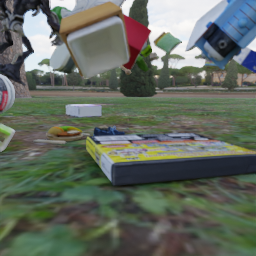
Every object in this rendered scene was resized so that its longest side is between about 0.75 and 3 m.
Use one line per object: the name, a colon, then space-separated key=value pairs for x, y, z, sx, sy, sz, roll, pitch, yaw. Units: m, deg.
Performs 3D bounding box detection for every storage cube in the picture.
storage cube: x=-0.037 y=-2.647 z=8.633 sx=1.047 sy=1.165 sz=0.996 roll=29 pitch=-30 yaw=-4

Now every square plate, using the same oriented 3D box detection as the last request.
square plate: x=2.532 y=-3.174 z=8.516 sx=0.230 sy=1.604 sz=1.620 roll=36 pitch=-32 yaw=-19

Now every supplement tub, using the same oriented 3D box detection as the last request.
supplement tub: x=-6.076 y=-1.349 z=11.217 sx=2.033 sy=2.033 sz=2.897 roll=1 pitch=8 yaw=5

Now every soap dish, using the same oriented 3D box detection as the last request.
soap dish: x=-0.727 y=-2.033 z=6.606 sx=1.395 sy=0.720 sz=1.774 roll=-22 pitch=-20 yaw=-2

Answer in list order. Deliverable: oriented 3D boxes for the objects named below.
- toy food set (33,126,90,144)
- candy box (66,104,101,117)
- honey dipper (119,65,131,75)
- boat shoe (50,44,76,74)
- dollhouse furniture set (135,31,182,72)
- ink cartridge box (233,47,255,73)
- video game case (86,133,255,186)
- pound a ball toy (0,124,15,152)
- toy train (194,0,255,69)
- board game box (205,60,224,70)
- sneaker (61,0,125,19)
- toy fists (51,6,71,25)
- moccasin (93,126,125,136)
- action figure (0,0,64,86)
toy food set: x=-1.585 y=0.131 z=6.929 sx=0.933 sy=0.271 sz=1.351 roll=2 pitch=8 yaw=18
candy box: x=-2.119 y=-0.838 z=13.280 sx=1.176 sy=0.501 sz=1.402 roll=-6 pitch=10 yaw=-36
honey dipper: x=-0.596 y=-3.018 z=12.937 sx=0.385 sy=0.385 sz=2.029 roll=-9 pitch=45 yaw=-49
boat shoe: x=-1.796 y=-3.307 z=10.493 sx=1.060 sy=2.911 sz=0.899 roll=38 pitch=6 yaw=30
dollhouse furniture set: x=1.117 y=-3.297 z=11.416 sx=1.007 sy=2.015 sz=0.778 roll=45 pitch=-2 yaw=35
ink cartridge box: x=4.054 y=-2.261 z=9.262 sx=1.156 sy=0.544 sz=2.459 roll=29 pitch=24 yaw=-4
video game case: x=0.629 y=0.412 z=4.750 sx=2.388 sy=0.305 sz=2.158 roll=-1 pitch=8 yaw=-17
pound a ball toy: x=-3.145 y=0.004 z=5.844 sx=1.009 sy=0.657 sz=1.547 roll=37 pitch=-16 yaw=-34
toy train: x=2.644 y=-2.517 z=6.184 sx=1.160 sy=2.676 sz=1.529 roll=44 pitch=26 yaw=-1
board game box: x=3.563 y=-3.054 z=11.261 sx=0.648 sy=1.257 sz=0.659 roll=10 pitch=2 yaw=30
sneaker: x=-1.017 y=-3.710 z=8.499 sx=2.353 sy=1.025 sz=0.877 roll=-29 pitch=19 yaw=11
toy fists: x=-2.522 y=-4.495 z=12.221 sx=0.990 sy=0.668 sz=1.942 roll=5 pitch=-28 yaw=43
moccasin: x=-0.486 y=0.105 z=7.110 sx=0.810 sy=0.276 sz=0.326 roll=1 pitch=8 yaw=4
action figure: x=-2.602 y=-2.656 z=7.133 sx=1.719 sy=2.893 sz=1.476 roll=27 pitch=-2 yaw=8
